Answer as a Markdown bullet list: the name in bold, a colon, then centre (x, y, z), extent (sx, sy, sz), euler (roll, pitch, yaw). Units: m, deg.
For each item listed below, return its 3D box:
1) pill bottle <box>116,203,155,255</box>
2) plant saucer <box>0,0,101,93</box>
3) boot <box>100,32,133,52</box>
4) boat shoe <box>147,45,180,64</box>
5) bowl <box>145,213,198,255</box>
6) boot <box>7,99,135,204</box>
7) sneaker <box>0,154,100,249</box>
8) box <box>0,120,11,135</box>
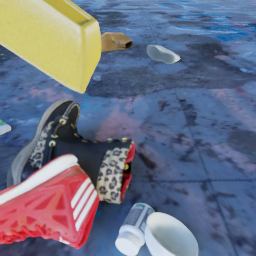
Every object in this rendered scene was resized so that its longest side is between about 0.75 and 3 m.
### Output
- **pill bottle**: centre (0.130, 1.692, 4.717), extent (0.453, 0.453, 0.801), euler (13, 33, 21)
- **plant saucer**: centre (-1.601, -1.989, 4.494), extent (2.893, 0.701, 2.892), euler (33, 19, -14)
- **boot**: centre (-0.685, -4.409, 14.523), extent (0.961, 0.937, 2.546), euler (30, 39, 23)
- **boat shoe**: centre (1.612, -3.480, 13.194), extent (1.706, 0.629, 0.547), euler (29, 36, 33)
- **bowl**: centre (0.607, 1.811, 4.416), extent (0.911, 0.410, 0.911), euler (24, 19, -9)
- **boot**: centre (-0.970, 0.421, 6.196), extent (2.238, 1.088, 2.973), euler (5, 35, 10)
- **sneaker**: centre (-1.502, 1.589, 4.444), extent (2.371, 0.929, 1.369), euler (-38, 72, -11)
- **box**: centre (-3.729, 0.063, 7.724), extent (0.561, 0.141, 0.777), euler (23, 37, 32)
